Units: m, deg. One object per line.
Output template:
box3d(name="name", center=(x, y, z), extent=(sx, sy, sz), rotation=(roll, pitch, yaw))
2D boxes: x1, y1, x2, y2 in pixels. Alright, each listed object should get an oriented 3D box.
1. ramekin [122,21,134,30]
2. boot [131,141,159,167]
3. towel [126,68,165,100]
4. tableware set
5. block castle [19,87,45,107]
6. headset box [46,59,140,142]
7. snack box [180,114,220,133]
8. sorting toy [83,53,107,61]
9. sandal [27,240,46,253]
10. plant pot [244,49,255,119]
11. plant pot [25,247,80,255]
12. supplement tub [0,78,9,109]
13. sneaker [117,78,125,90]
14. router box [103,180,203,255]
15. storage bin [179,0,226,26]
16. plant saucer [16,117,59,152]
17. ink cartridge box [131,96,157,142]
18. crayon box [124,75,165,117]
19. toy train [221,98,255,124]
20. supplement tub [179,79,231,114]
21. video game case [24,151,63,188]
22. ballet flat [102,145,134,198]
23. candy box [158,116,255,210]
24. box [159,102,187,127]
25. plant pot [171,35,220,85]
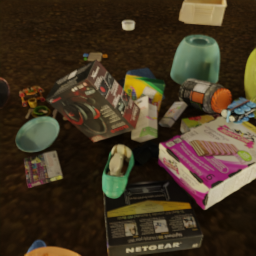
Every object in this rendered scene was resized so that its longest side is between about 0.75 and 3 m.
box3d(name="ramekin", center=(0.014, -6.765, 18.506), extent=(0.828, 0.404, 0.828), rotation=(0, 39, 0))
box3d(name="boot", center=(0.682, 0.902, 9.011), extent=(1.225, 0.453, 1.004), rotation=(24, 42, 37))
box3d(name="towel", center=(0.695, -1.862, 12.356), extent=(1.242, 0.540, 2.225), rotation=(-8, 41, -10))
box3d(name="tableware set", center=(-2.912, -0.910, 11.286), extent=(2.250, 0.345, 1.516), rotation=(1, 38, -1))
box3d(name="block castle", center=(-3.977, -1.296, 11.602), extent=(0.924, 0.618, 0.434), rotation=(-18, 36, -21))
box3d(name="headset box", center=(-0.981, -0.660, 9.028), extent=(1.918, 2.580, 0.968), rotation=(-17, 41, 35))
box3d(name="snack box", center=(2.893, 0.371, 9.570), extent=(1.481, 0.552, 2.083), rotation=(-10, 40, -12))
box3d(name="sorting toy", center=(-1.766, -3.749, 14.978), extent=(1.308, 0.178, 0.737), rotation=(2, 43, 3))
box3d(name="sandal", center=(-2.183, 3.073, 6.281), extent=(0.485, 0.531, 1.221), rotation=(2, 37, 6))
box3d(name="plant pot", center=(5.423, -1.479, 10.223), extent=(2.730, 2.730, 2.917), rotation=(20, 46, 23))
box3d(name="plant pot", center=(-1.447, 3.311, 4.739), extent=(2.479, 2.479, 1.735), rotation=(5, 22, 6))
box3d(name="supplement tub", center=(-6.254, -1.591, 11.375), extent=(2.524, 1.350, 1.350), rotation=(13, 41, 15))
box3d(name="sneaker", center=(0.172, -1.347, 11.177), extent=(2.175, 0.821, 1.238), rotation=(3, 56, -5))
box3d(name="router box", center=(0.534, 2.252, 7.224), extent=(2.258, 0.590, 1.775), rotation=(-4, 39, -5))
box3d(name="storage bin", center=(5.279, -8.525, 19.902), extent=(2.929, 1.382, 2.950), rotation=(9, 40, 10))
box3d(name="plant saucer", center=(-3.128, 0.251, 9.769), extent=(1.557, 0.213, 1.557), rotation=(-7, 48, 8))
box3d(name="ink cartridge box", center=(0.553, -0.303, 9.679), extent=(0.482, 0.839, 1.432), rotation=(19, 63, -40))
box3d(name="crayon box", center=(0.482, -1.021, 10.274), extent=(1.397, 1.619, 0.472), rotation=(7, 30, -5))
box3d(name="toy train", center=(3.329, -0.504, 8.446), extent=(1.177, 0.510, 0.672), rotation=(-24, 35, -30))
box3d(name="supplement tub", center=(2.930, -1.208, 10.745), extent=(1.131, 1.131, 1.845), rotation=(-22, 28, -25))
box3d(name="video game case", center=(-2.662, 1.262, 8.757), extent=(1.033, 0.204, 1.140), rotation=(-14, 41, -17))
box3d(name="ballet flat", center=(-0.226, 0.954, 7.922), extent=(0.763, 0.797, 2.266), rotation=(9, 30, 3))
box3d(name="candy box", center=(2.576, 0.759, 7.921), extent=(2.883, 0.879, 1.966), rotation=(-21, 43, -26))
box3d(name="box", center=(1.584, -0.475, 9.964), extent=(1.000, 0.206, 0.780), rotation=(-50, 14, -7))
box3d(name="plant pot", center=(3.196, -3.202, 13.005), extent=(2.247, 1.804, 2.247), rotation=(0, 39, 0))
